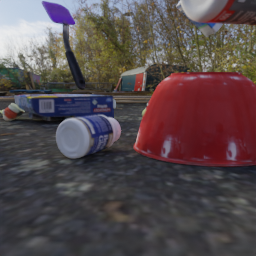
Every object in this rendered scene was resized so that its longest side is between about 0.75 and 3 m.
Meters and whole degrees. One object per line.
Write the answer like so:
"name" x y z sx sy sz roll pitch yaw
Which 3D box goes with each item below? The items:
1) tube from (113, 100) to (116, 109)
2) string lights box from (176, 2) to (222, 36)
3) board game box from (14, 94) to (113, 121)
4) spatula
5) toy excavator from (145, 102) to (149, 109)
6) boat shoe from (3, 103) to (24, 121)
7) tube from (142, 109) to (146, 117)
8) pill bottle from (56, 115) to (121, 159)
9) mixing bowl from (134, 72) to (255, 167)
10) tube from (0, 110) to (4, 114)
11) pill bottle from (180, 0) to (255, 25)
"tube" -1.765 -1.343 16.310 2.089 0.606 0.542 0 48 16
"string lights box" 2.574 -4.093 10.100 1.611 0.475 0.828 40 -1 -14
"board game box" -2.587 -0.815 10.679 2.987 0.921 2.985 -5 9 -33
"spatula" -1.550 -2.180 7.241 0.738 2.610 0.268 -10 -12 -41
"toy excavator" 1.090 -0.605 10.867 0.520 1.041 1.012 -3 -36 -13
"boat shoe" -4.316 -0.576 10.540 0.561 0.493 1.577 35 0 -14
"tube" 1.100 -0.394 9.873 0.425 0.380 1.465 -45 34 -20
"pill bottle" -0.640 0.111 5.007 0.660 0.660 1.189 5 10 30
"mixing bowl" 1.435 -0.302 5.288 2.656 1.439 2.656 0 9 0
"tube" -5.401 -0.677 12.316 0.270 0.302 1.039 -43 21 -17
"pill bottle" 2.171 -2.475 4.812 2.305 1.335 1.335 -6 10 -22
